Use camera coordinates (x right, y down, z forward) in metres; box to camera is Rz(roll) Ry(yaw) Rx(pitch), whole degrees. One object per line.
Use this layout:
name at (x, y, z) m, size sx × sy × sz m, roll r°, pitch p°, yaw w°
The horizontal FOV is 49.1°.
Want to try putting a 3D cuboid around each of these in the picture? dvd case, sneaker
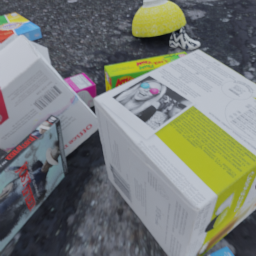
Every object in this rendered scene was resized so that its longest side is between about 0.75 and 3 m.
dvd case at (-2.320, 1.290, 6.008) m, size 0.309 × 2.052 × 2.811 m, roll 22°, pitch 46°, yaw 16°
sneaker at (2.569, -4.056, 12.546) m, size 1.371 × 0.892 × 0.547 m, roll 12°, pitch 45°, yaw 12°

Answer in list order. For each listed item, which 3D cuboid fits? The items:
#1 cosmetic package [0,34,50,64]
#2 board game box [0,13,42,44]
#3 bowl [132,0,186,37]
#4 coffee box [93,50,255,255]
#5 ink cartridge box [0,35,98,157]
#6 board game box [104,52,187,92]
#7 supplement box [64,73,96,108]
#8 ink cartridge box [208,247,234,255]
cosmetic package at (-3.488, -2.147, 9.333) m, size 1.144 × 1.386 × 1.143 m, roll -22°, pitch 72°, yaw 28°
board game box at (-5.697, -4.728, 13.538) m, size 1.947 × 0.513 × 2.545 m, roll -32°, pitch 52°, yaw -30°
bowl at (1.326, -5.319, 13.073) m, size 2.551 × 1.373 × 2.551 m, roll -11°, pitch 30°, yaw 6°
coffee box at (1.335, 0.590, 5.965) m, size 2.809 × 2.836 × 2.840 m, roll -29°, pitch 52°, yaw -21°
ink cartridge box at (-2.282, -0.404, 6.803) m, size 2.108 × 2.856 × 1.223 m, roll -40°, pitch 56°, yaw -3°
board game box at (0.694, -1.541, 9.451) m, size 2.849 × 1.447 × 0.678 m, roll -14°, pitch 44°, yaw -14°
supplement box at (-1.994, -1.022, 9.303) m, size 1.728 × 0.874 × 0.893 m, roll -23°, pitch 49°, yaw -24°
ink cartridge box at (1.175, 3.211, 4.886) m, size 2.186 × 0.741 × 1.268 m, roll -17°, pitch 43°, yaw -18°
